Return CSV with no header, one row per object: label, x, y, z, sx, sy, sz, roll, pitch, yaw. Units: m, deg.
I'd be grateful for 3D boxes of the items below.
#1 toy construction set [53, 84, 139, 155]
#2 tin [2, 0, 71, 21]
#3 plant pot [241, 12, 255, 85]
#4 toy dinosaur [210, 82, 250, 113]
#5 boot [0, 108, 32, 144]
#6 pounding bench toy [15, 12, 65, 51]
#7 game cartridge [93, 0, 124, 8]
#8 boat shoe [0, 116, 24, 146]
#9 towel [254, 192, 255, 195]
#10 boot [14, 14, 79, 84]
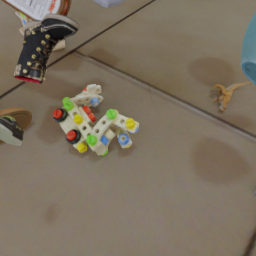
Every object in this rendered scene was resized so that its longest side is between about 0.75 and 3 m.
toy construction set,-1.021,-0.316,8.010,1.814,1.274,2.766,-38,47,0
tin,-2.553,-3.549,7.036,2.325,1.302,0.487,33,27,0
plant pot,2.560,-1.251,4.668,1.094,1.625,1.625,-48,60,0
toy dinosaur,3.282,-1.167,9.377,0.910,0.518,1.713,38,64,4
boot,-4.473,-0.328,8.327,2.758,1.058,2.141,-31,52,-14
pounding bench toy,-3.385,-4.443,11.181,1.519,1.907,2.445,-30,55,-24
game cartridge,-0.858,-4.271,8.864,1.304,0.267,0.868,42,56,18
boat shoe,-1.705,-0.007,3.915,0.341,0.956,0.288,12,72,-1
towel,4.287,1.932,6.742,1.438,0.237,1.986,-26,54,-22
boot,-1.884,-1.722,6.250,1.842,0.674,1.387,9,83,39
